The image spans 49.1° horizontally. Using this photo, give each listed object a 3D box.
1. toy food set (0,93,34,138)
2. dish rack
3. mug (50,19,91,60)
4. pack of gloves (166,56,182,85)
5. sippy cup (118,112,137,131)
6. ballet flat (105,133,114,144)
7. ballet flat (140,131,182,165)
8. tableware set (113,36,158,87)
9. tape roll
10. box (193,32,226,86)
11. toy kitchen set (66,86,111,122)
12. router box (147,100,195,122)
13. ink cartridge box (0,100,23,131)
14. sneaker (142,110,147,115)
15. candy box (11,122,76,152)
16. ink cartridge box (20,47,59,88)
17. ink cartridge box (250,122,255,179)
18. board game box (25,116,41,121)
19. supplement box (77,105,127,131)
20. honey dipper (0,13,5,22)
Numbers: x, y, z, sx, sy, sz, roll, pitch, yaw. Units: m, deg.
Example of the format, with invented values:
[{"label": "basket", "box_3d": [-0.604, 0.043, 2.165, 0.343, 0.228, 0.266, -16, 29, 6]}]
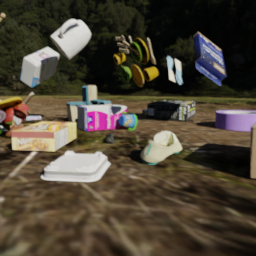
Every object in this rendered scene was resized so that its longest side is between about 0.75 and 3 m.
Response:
[{"label": "toy food set", "box_3d": [-3.976, -0.149, 9.019, 1.662, 0.923, 2.825, -36, 1, 28]}, {"label": "dish rack", "box_3d": [-1.050, 0.762, 5.870, 1.187, 0.301, 1.384, 2, 10, 8]}, {"label": "mug", "box_3d": [-2.115, -3.456, 10.463, 1.282, 1.080, 1.462, -41, -11, -6]}, {"label": "pack of gloves", "box_3d": [1.537, -1.930, 9.567, 0.190, 0.962, 0.808, -17, -22, 40]}, {"label": "sippy cup", "box_3d": [-0.047, -0.265, 11.132, 0.587, 0.629, 0.801, 4, 13, -35]}, {"label": "ballet flat", "box_3d": [-0.575, 0.357, 8.901, 0.251, 0.294, 0.884, 41, 7, -6]}, {"label": "ballet flat", "box_3d": [0.914, 0.399, 7.026, 0.688, 0.688, 1.981, 4, 9, 24]}, {"label": "tableware set", "box_3d": [0.163, -2.311, 10.249, 0.451, 1.980, 2.939, -27, 28, -16]}, {"label": "tape roll", "box_3d": [4.712, -0.329, 11.709, 2.044, 0.671, 2.044, 0, 8, 0]}, {"label": "box", "box_3d": [3.375, -2.882, 11.610, 1.442, 2.380, 0.386, 29, -45, -21]}, {"label": "toy kitchen set", "box_3d": [-2.455, -1.380, 15.000, 2.372, 1.744, 2.960, -5, 10, -30]}, {"label": "router box", "box_3d": [2.419, -0.981, 15.260, 2.083, 0.864, 2.780, 3, 10, 21]}, {"label": "ink cartridge box", "box_3d": [-5.687, -0.583, 11.964, 1.899, 1.079, 2.605, -2, 9, -13]}, {"label": "sneaker", "box_3d": [1.221, -0.916, 16.648, 0.708, 0.464, 1.230, -11, 3, -11]}, {"label": "candy box", "box_3d": [-2.434, 0.209, 8.460, 1.207, 0.578, 2.091, 1, 9, 6]}, {"label": "ink cartridge box", "box_3d": [-3.866, -2.681, 12.318, 0.695, 1.187, 1.642, 34, 40, 5]}, {"label": "ink cartridge box", "box_3d": [4.061, 0.406, 5.493, 2.886, 1.084, 2.378, 5, 11, 31]}, {"label": "board game box", "box_3d": [-5.088, -0.527, 14.662, 0.772, 0.159, 0.774, -7, 11, -39]}, {"label": "supplement box", "box_3d": [-1.060, -0.439, 11.521, 1.860, 0.941, 0.961, -5, 10, -30]}, {"label": "honey dipper", "box_3d": [-4.628, -3.413, 9.648, 1.345, 0.255, 0.255, -43, -10, 23]}]
